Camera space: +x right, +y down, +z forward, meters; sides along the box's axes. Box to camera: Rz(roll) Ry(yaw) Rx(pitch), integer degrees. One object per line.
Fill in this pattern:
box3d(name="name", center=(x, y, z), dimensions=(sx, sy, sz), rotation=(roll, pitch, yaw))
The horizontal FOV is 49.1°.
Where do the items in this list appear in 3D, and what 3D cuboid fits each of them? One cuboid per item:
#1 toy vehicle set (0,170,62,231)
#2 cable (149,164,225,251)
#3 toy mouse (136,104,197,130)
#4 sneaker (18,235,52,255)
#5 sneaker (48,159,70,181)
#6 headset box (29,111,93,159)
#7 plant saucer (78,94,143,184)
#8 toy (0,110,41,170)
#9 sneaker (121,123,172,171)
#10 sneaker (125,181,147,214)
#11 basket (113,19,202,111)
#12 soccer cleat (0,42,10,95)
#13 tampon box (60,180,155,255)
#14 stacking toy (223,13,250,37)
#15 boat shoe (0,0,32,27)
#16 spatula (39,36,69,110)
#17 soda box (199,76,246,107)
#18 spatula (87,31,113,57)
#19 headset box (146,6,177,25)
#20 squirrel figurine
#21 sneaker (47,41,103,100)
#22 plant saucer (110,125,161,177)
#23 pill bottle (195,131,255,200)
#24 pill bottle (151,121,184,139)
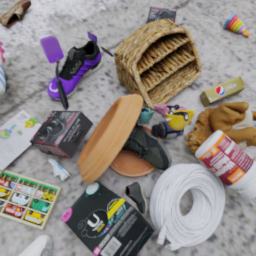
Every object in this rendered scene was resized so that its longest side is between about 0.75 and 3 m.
box3d(name="toy vehicle set", center=(-3.292, 2.196, 8.695), dimensions=(2.109, 0.280, 1.310), rotation=(15, 62, 8))
box3d(name="cable", center=(1.681, 2.136, 7.839), dimensions=(2.272, 0.786, 2.271), rotation=(9, 85, -28))
box3d(name="toy mouse", center=(1.005, -0.397, 8.950), dimensions=(2.439, 0.531, 2.744), rotation=(12, 18, 41))
box3d(name="sneaker", center=(-3.090, 4.018, 7.316), dimensions=(1.125, 1.067, 2.794), rotation=(21, 61, 22))
box3d(name="sneaker", center=(-2.277, 1.345, 8.893), dimensions=(0.901, 0.338, 0.390), rotation=(34, 74, 24))
box3d(name="headset box", center=(-2.116, 0.170, 9.050), dimensions=(1.869, 0.722, 1.391), rotation=(4, 55, 44))
box3d(name="plant saucer", center=(-0.635, 0.204, 8.293), dimensions=(0.562, 3.000, 3.000), rotation=(32, 63, -12))
box3d(name="toy", center=(-3.900, 0.417, 9.526), dimensions=(1.145, 0.469, 1.988), rotation=(39, 62, 5))
box3d(name="sneaker", center=(0.198, 0.554, 8.674), dimensions=(1.381, 0.921, 2.410), rotation=(-22, 60, -43))
box3d(name="sneaker", center=(0.181, 1.887, 7.387), dimensions=(0.463, 0.326, 0.872), rotation=(-9, 81, -43))
box3d(name="basket", center=(1.187, -2.457, 10.169), dimensions=(2.832, 2.021, 2.110), rotation=(-35, 59, -17))
box3d(name="soccer cleat", center=(-4.748, -2.220, 9.544), dimensions=(0.989, 0.800, 2.290), rotation=(-8, 82, -46))
box3d(name="tampon box", center=(-0.572, 2.546, 7.443), dimensions=(1.432, 1.206, 1.910), rotation=(-48, 37, -19))
box3d(name="stacking toy", center=(4.839, -4.376, 12.212), dimensions=(1.189, 0.690, 0.652), rotation=(42, 70, 8))
box3d(name="boat shoe", center=(-4.982, -5.133, 12.593), dimensions=(0.621, 0.655, 1.730), rotation=(41, 78, 16))
box3d(name="spatula", center=(-2.421, -1.831, 9.740), dimensions=(0.272, 2.649, 0.749), rotation=(16, 39, 30))
box3d(name="soda box", center=(3.514, -1.350, 10.400), dimensions=(1.632, 0.553, 0.522), rotation=(-23, 79, -12))
box3d(name="spatula", center=(-1.067, -3.181, 10.796), dimensions=(0.154, 0.422, 1.494), rotation=(-36, 70, -20))
box3d(name="headset box", center=(1.438, -4.581, 12.244), dimensions=(1.223, 0.635, 1.644), rotation=(10, 63, 5))
box3d(name="squirrel figurine", center=(3.112, 0.430, 9.098), dimensions=(2.344, 1.659, 2.188), rotation=(0, 80, 37))
box3d(name="sneaker", center=(-2.090, -2.327, 10.556), dimensions=(0.973, 1.392, 2.798), rotation=(33, 65, 17))
box3d(name="plant saucer", center=(0.174, 0.751, 9.447), dimensions=(1.953, 0.365, 1.953), rotation=(0, 61, 0))
box3d(name="pill bottle", center=(2.777, 1.004, 7.521), dimensions=(1.798, 0.985, 0.985), rotation=(44, 69, 8))
box3d(name="pill bottle", center=(1.328, 0.057, 9.466), dimensions=(1.018, 0.569, 0.569), rotation=(-6, 60, -20))
